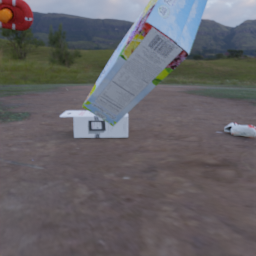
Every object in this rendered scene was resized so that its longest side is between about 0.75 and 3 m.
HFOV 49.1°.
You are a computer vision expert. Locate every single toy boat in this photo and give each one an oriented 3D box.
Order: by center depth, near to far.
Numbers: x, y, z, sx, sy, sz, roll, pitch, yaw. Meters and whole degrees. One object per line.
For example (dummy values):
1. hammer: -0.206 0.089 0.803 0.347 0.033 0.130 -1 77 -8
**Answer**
1. toy boat: -1.949 -1.818 4.504 0.790 0.515 0.516 3 34 -17

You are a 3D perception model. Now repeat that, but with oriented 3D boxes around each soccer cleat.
1. soccer cleat: 4.155 0.113 10.377 0.588 0.474 1.381 -18 17 -15

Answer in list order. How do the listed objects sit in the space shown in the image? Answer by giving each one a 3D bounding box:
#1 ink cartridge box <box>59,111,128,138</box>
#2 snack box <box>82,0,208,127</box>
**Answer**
1. ink cartridge box: -1.235 -0.162 10.640 2.453 0.818 1.421 0 12 -1
2. snack box: 0.345 -1.743 6.272 1.008 2.511 2.978 32 -37 -12
